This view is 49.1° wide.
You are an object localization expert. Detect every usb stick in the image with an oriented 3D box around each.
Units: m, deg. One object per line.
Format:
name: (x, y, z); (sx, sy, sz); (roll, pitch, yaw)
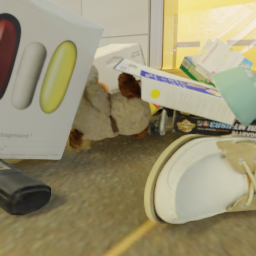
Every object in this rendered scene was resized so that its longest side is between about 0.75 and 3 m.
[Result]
usb stick: (-2.246, 0.792, 4.718); (2.625, 0.428, 0.728); (13, 14, 42)

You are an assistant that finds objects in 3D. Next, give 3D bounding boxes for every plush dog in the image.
plush dog: (-0.409, -0.356, 6.861); (1.938, 2.256, 1.810); (-7, 47, 9)

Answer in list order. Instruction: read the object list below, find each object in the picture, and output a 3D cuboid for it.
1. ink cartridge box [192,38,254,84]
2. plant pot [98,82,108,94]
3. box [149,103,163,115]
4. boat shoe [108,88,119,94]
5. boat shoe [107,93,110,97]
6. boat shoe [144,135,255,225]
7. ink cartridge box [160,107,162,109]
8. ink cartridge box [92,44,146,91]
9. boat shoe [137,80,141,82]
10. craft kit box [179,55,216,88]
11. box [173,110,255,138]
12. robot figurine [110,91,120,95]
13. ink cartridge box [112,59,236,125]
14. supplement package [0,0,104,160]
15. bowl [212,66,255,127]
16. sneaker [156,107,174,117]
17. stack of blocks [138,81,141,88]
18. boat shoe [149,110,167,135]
ink cartridge box: (1.963, -1.348, 5.998); (1.042, 0.669, 0.652); (39, 5, 9)
plant pot: (-1.077, -0.884, 8.198); (0.965, 0.675, 0.965); (4, 30, -2)
box: (0.920, -0.789, 8.983); (1.438, 0.360, 0.541); (-38, -8, 22)
boat shoe: (-0.634, -1.489, 12.408); (2.821, 1.015, 0.927); (-7, 18, -43)
boat shoe: (-1.046, -0.875, 9.907); (1.043, 0.979, 2.898); (-6, 16, -22)
boat shoe: (1.492, 0.621, 4.027); (2.972, 1.111, 1.017); (-13, 14, -43)
ink cartridge box: (1.449, -1.131, 11.877); (2.109, 0.466, 0.992); (-5, 16, -18)
ink cartridge box: (-0.840, -2.155, 9.957); (2.047, 1.187, 2.774); (-23, 23, -13)
boat shoe: (0.532, -1.793, 12.107); (0.905, 0.785, 2.124); (-12, -31, 40)
craft kit box: (3.486, -1.668, 9.762); (2.514, 0.618, 2.546); (-17, 56, -32)
box: (2.198, -0.394, 7.206); (2.022, 0.506, 2.037); (5, 24, 8)
robot figurine: (-0.336, -1.162, 11.505); (1.227, 0.693, 1.041); (-1, 45, -11)
ink cartridge box: (0.876, -0.862, 6.021); (2.372, 0.557, 2.344); (14, 18, 0)
supplement package: (-2.434, -1.116, 5.203); (2.086, 2.837, 2.713); (29, 14, 39)
bowl: (1.627, -0.517, 3.939); (0.470, 0.898, 0.898); (-35, -2, 27)
sneaker: (1.995, -0.951, 10.220); (2.299, 0.690, 1.199); (-15, 16, 8)
stack of blocks: (0.629, -1.369, 10.911); (0.959, 0.488, 1.666); (-14, 27, 26)
boat shoe: (0.842, -0.160, 7.845); (0.423, 0.330, 0.933); (-4, 39, 19)
